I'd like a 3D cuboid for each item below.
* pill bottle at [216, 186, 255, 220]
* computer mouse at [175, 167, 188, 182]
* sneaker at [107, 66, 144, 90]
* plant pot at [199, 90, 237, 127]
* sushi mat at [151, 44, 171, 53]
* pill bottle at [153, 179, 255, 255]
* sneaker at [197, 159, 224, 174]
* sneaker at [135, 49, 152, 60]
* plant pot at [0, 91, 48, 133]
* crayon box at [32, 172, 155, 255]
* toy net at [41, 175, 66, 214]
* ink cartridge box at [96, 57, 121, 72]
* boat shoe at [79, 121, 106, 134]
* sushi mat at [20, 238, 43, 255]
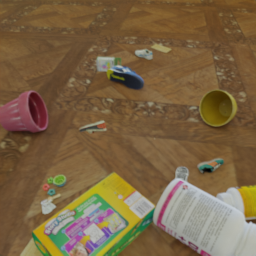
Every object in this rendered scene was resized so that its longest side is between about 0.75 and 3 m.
[{"bbox_3d":[3.544,2.202,8.243,1.720,0.940,0.940,-4,40,-5],"label":"pill bottle"},{"bbox_3d":[1.745,1.817,9.256,0.650,0.260,1.186,8,46,17],"label":"computer mouse"},{"bbox_3d":[-0.030,-2.623,14.078,2.207,0.816,0.908,28,46,28],"label":"sneaker"},{"bbox_3d":[3.894,-0.819,11.649,1.050,1.479,1.479,-3,33,-44],"label":"plant pot"},{"bbox_3d":[2.039,-4.914,17.335,1.236,0.075,0.591,29,48,29],"label":"sushi mat"},{"bbox_3d":[2.106,2.573,7.399,2.602,1.475,1.475,26,47,27],"label":"pill bottle"},{"bbox_3d":[2.925,1.364,9.739,0.969,0.346,0.387,-14,47,-9],"label":"sneaker"},{"bbox_3d":[0.924,-4.392,16.420,1.153,0.466,0.441,23,47,26],"label":"sneaker"},{"bbox_3d":[-4.216,-0.530,11.135,1.441,1.610,1.610,-13,39,8],"label":"plant pot"},{"bbox_3d":[-0.851,2.689,7.672,1.735,0.851,2.922,34,50,31],"label":"crayon box"},{"bbox_3d":[-2.497,2.078,8.919,0.716,0.264,1.365,7,41,8],"label":"toy net"},{"bbox_3d":[-1.033,-3.419,15.104,1.300,0.675,0.386,3,40,3],"label":"ink cartridge box"},{"bbox_3d":[-1.130,0.033,8.867,0.984,0.308,0.350,-14,10,27],"label":"boat shoe"},{"bbox_3d":[-2.631,3.570,7.290,0.667,0.084,1.393,16,43,16],"label":"sushi mat"}]
